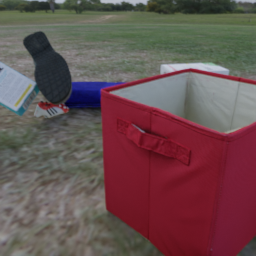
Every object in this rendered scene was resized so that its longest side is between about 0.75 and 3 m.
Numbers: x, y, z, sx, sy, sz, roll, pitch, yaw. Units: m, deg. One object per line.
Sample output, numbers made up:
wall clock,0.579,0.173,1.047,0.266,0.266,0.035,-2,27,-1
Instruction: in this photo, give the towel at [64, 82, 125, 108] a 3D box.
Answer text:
towel,-0.857,-1.177,9.983,2.803,0.695,2.070,2,18,5

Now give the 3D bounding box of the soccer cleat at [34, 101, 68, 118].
soccer cleat,-2.393,-0.548,8.793,0.436,0.541,1.269,43,20,19

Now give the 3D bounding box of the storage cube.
storage cube,1.075,0.460,4.388,2.474,2.224,2.115,-20,31,-38

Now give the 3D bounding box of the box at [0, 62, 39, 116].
box,-3.666,-1.311,7.548,2.310,0.951,0.568,30,-16,0

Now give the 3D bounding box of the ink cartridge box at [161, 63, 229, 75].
ink cartridge box,2.560,-1.970,11.219,2.259,0.988,1.641,-3,24,-9

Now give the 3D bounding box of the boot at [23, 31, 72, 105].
boot,-2.056,-1.416,8.210,0.928,1.791,2.742,-27,59,-4
